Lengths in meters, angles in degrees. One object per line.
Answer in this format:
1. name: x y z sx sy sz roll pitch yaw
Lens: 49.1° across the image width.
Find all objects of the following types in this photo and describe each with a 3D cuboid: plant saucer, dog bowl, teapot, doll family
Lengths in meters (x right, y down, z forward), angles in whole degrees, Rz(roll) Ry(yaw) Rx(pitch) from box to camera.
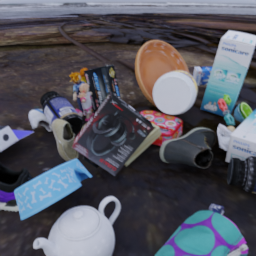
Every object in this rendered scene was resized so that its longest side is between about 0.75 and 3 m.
1. plant saucer: 1.374 -2.059 11.301 2.923 2.923 0.547 -25 4 -39
2. dog bowl: -1.529 1.173 5.832 1.245 0.554 2.234 -30 -3 4
3. teapot: -0.848 1.916 5.175 1.317 0.975 1.335 2 27 3
4. doll family: -1.686 -1.431 10.838 1.181 1.626 2.620 -2 27 16

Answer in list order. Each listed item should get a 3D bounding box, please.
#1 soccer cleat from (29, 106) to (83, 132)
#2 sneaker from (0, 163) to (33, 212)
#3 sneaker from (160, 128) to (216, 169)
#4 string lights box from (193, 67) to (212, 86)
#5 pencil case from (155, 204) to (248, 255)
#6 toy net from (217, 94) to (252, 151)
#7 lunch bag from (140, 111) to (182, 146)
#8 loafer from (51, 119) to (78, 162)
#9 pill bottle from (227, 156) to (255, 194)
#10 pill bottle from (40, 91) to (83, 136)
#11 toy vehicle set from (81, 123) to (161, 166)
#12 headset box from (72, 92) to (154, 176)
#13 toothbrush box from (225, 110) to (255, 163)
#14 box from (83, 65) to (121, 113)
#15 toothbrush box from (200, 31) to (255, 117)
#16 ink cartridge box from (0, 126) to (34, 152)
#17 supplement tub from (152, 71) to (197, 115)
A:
1. soccer cleat: -2.490 -0.251 9.843 1.957 0.684 0.845 0 68 -34
2. sneaker: -3.215 1.264 6.249 2.274 1.131 0.791 -4 28 -7
3. sneaker: 2.004 0.593 7.577 2.189 0.819 1.163 -18 19 -38
4. string lights box: 3.837 -2.444 13.141 1.519 0.781 0.448 -3 39 -5
5. pencil case: 0.899 2.314 4.282 1.165 1.073 2.521 -12 13 46
6. toy net: 3.306 -0.244 8.917 0.475 1.289 2.458 -32 10 43
7. lunch bag: 0.855 0.064 9.163 1.597 0.654 1.407 15 36 27
8. loafer: -1.696 0.381 7.748 0.452 1.325 0.501 -2 28 38
9. pill bottle: 3.241 1.152 6.666 1.581 0.884 0.884 7 28 13
10. pill bottle: -2.183 -0.478 8.965 0.891 0.891 1.594 -18 49 -31
11. toy vehicle set: -0.301 0.112 8.731 1.457 0.311 2.345 -42 43 -18
12. headset box: -0.445 0.227 7.122 1.342 1.804 0.697 37 10 -13
13. toothbrush box: 4.067 0.402 8.101 1.623 0.945 2.216 20 34 33
14. box: -0.939 -1.434 10.515 1.335 1.680 0.386 1 18 43
15. toothbrush box: 3.894 -2.118 10.824 1.195 2.802 2.051 19 31 19
16. ink cartridge box: -4.790 0.438 7.966 2.914 0.638 2.941 2 25 26
17. supplement tub: 1.669 -1.257 9.877 1.461 1.461 2.010 7 15 14
